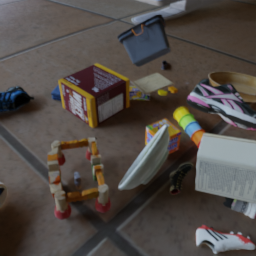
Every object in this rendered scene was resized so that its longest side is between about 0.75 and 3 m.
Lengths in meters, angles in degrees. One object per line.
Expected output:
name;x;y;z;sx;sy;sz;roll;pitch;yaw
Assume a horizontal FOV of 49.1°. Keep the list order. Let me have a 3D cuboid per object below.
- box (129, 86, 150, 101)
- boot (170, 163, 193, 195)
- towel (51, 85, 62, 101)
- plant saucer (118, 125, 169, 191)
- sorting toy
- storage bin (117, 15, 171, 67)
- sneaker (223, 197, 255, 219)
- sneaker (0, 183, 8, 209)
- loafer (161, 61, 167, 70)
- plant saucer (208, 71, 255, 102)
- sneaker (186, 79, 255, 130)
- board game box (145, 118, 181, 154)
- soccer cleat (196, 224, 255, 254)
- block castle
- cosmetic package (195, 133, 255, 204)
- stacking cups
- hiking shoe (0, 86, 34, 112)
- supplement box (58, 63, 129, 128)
box;0.266;-1.508;12.039;1.366;0.439;0.478;4;40;3
boot;1.557;1.490;8.206;0.338;0.937;0.708;31;41;-16
towel;-2.614;-1.740;12.344;0.931;0.405;1.668;12;41;15
plant saucer;0.584;0.960;7.907;0.563;2.244;2.244;38;47;2
sorting toy;1.109;-1.685;11.507;1.457;0.262;1.956;-18;35;-15
storage bin;0.667;-3.105;10.241;1.782;1.197;1.297;-23;-5;17
sneaker;3.157;1.497;8.156;0.986;0.832;2.254;10;44;7
sneaker;-4.601;2.381;7.084;1.602;1.046;2.864;10;33;17
loafer;1.852;-3.255;14.246;0.301;0.264;0.838;8;41;9
plant saucer;4.781;-1.715;11.894;2.838;0.503;2.838;6;29;-3
sneaker;3.702;-0.964;10.196;2.941;1.181;1.270;26;86;14
board game box;1.167;0.349;9.499;0.839;0.839;0.840;-23;45;-23
soccer cleat;2.364;2.844;6.890;1.400;0.480;0.596;12;51;18
block castle;-1.447;1.419;8.090;1.557;1.093;2.330;-7;42;-13
cosmetic package;3.076;1.092;6.966;2.616;1.354;0.956;9;41;20
stacking cups;2.330;0.139;9.997;0.654;0.654;2.163;-11;44;-13
hiking shoe;-4.965;-1.019;11.156;0.954;0.819;2.201;29;48;31
supplement box;-1.325;-1.355;11.167;1.962;1.321;1.989;32;50;32
